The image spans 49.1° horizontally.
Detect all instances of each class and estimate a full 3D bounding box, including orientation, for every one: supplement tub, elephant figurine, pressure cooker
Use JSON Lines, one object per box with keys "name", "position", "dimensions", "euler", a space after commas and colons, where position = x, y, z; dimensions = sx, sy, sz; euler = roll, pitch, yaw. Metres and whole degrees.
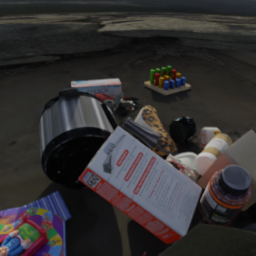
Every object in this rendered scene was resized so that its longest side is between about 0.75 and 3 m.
{"name": "supplement tub", "position": [2.203, 1.525, 6.328], "dimensions": [0.888, 1.660, 0.888], "euler": [1, 50, -1]}
{"name": "elephant figurine", "position": [-0.818, -0.608, 10.529], "dimensions": [1.104, 1.007, 1.423], "euler": [8, 70, -11]}
{"name": "pressure cooker", "position": [-1.437, 0.168, 8.016], "dimensions": [2.228, 2.194, 2.495], "euler": [26, 26, -34]}

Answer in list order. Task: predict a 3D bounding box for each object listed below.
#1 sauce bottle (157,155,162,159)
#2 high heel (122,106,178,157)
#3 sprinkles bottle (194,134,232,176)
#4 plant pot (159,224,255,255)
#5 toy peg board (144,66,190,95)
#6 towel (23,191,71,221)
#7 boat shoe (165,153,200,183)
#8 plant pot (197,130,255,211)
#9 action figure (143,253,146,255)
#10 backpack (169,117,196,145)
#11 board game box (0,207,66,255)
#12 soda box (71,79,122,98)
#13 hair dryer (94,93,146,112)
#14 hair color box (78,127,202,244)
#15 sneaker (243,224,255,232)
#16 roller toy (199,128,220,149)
{"name": "sauce bottle", "position": [0.643, 1.182, 8.100], "dimensions": [0.417, 0.417, 1.264], "euler": [15, 32, 25]}
{"name": "high heel", "position": [1.092, 0.147, 10.156], "dimensions": [1.996, 1.000, 2.801], "euler": [35, 23, 10]}
{"name": "sprinkles bottle", "position": [2.525, 0.749, 8.199], "dimensions": [0.632, 0.632, 1.853], "euler": [17, 27, 27]}
{"name": "plant pot", "position": [1.372, 2.748, 3.882], "dimensions": [2.318, 2.323, 2.061], "euler": [-22, 27, -34]}
{"name": "toy peg board", "position": [2.039, -2.531, 14.554], "dimensions": [1.755, 0.858, 1.748], "euler": [-19, 34, -29]}
{"name": "towel", "position": [-2.204, 2.129, 6.786], "dimensions": [1.414, 0.169, 1.024], "euler": [-21, 36, -22]}
{"name": "boat shoe", "position": [1.135, 1.184, 7.324], "dimensions": [2.746, 1.171, 1.014], "euler": [-25, 58, -34]}
{"name": "plant pot", "position": [2.964, 1.210, 7.250], "dimensions": [1.484, 1.486, 1.315], "euler": [-26, 62, -35]}
{"name": "action figure", "position": [0.033, 2.913, 4.074], "dimensions": [0.885, 1.343, 2.713], "euler": [17, 6, -26]}
{"name": "backpack", "position": [1.927, 0.030, 9.893], "dimensions": [0.728, 0.960, 1.150], "euler": [-5, 11, 38]}
{"name": "board game box", "position": [-2.263, 2.409, 5.451], "dimensions": [2.030, 0.500, 2.569], "euler": [-3, 35, -12]}
{"name": "soda box", "position": [-1.510, -1.815, 13.389], "dimensions": [2.347, 0.746, 0.803], "euler": [-5, 30, -10]}
{"name": "hair dryer", "position": [-0.549, -1.115, 12.536], "dimensions": [2.366, 0.643, 1.802], "euler": [17, 17, 17]}
{"name": "hair color box", "position": [0.301, 1.229, 6.121], "dimensions": [2.387, 0.763, 1.324], "euler": [38, 49, -2]}
{"name": "sneaker", "position": [3.690, 2.431, 5.755], "dimensions": [2.582, 0.858, 1.168], "euler": [10, 19, 20]}
{"name": "roller toy", "position": [2.810, 0.342, 9.514], "dimensions": [0.551, 0.789, 0.720], "euler": [1, 27, -10]}
